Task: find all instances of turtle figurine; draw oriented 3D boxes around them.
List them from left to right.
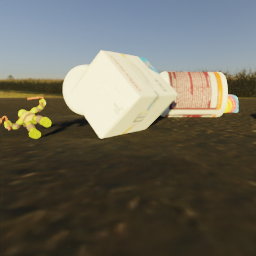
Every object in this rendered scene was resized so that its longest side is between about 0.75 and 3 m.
[{"bbox_3d":[-2.184,-0.139,6.103,1.269,0.409,1.023,-38,47,-23],"label":"turtle figurine"}]

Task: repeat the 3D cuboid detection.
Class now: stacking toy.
[{"bbox_3d":[4.181,-0.957,12.612,1.454,0.798,0.844,-17,17,-24],"label":"stacking toy"}]

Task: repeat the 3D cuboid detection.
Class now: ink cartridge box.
[{"bbox_3d":[-0.064,-0.751,6.362,1.315,1.339,1.819,-47,-20,29],"label":"ink cartridge box"}]

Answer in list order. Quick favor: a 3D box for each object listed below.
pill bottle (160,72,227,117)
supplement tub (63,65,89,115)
[{"bbox_3d":[1.977,-1.252,10.466,2.962,1.691,1.691,0,8,-1],"label":"pill bottle"},{"bbox_3d":[-1.293,-1.655,12.319,2.026,2.026,2.787,3,9,22],"label":"supplement tub"}]
